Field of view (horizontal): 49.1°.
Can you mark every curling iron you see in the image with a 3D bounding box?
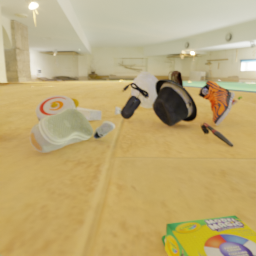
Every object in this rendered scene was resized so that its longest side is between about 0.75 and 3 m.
[{"bbox_3d":[2.644,0.209,8.355,0.195,0.378,1.524,-27,26,-9],"label":"curling iron"}]

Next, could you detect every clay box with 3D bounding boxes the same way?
[{"bbox_3d":[1.012,1.369,2.830,0.930,0.385,1.619,-2,13,-14],"label":"clay box"}]

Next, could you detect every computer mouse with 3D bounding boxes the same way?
[{"bbox_3d":[0.046,-1.107,11.280,1.016,1.447,0.333,42,10,1],"label":"computer mouse"}]

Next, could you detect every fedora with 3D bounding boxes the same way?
[{"bbox_3d":[1.502,-0.745,10.130,0.931,2.039,2.039,-46,32,-19],"label":"fedora"}]

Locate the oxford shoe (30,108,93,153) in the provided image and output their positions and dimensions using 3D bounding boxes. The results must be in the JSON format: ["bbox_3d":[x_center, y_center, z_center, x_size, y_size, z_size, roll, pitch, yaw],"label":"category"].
[{"bbox_3d":[-1.790,0.070,7.812,0.805,1.048,2.787,-35,-3,17],"label":"oxford shoe"}]

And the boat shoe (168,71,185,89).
[{"bbox_3d":[1.859,-1.414,10.494,0.537,1.454,0.538,-24,20,-29],"label":"boat shoe"}]

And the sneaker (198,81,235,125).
[{"bbox_3d":[3.319,-1.025,10.987,1.302,0.902,2.324,33,38,4],"label":"sneaker"}]

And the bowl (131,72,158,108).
[{"bbox_3d":[0.793,-1.828,14.702,0.920,2.046,2.046,-28,25,-29],"label":"bowl"}]

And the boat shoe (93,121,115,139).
[{"bbox_3d":[-0.728,0.109,8.186,0.359,0.367,1.030,34,-30,-16],"label":"boat shoe"}]

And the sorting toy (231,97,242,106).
[{"bbox_3d":[4.372,-1.076,11.672,0.793,0.117,0.586,-38,5,15],"label":"sorting toy"}]

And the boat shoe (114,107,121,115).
[{"bbox_3d":[-0.468,-0.803,13.287,0.318,0.323,0.911,9,11,-3],"label":"boat shoe"}]

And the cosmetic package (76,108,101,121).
[{"bbox_3d":[-1.958,-0.605,11.951,1.655,0.419,0.683,11,8,40],"label":"cosmetic package"}]

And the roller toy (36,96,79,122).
[{"bbox_3d":[-2.241,-0.415,8.916,1.331,0.930,1.214,-4,44,0],"label":"roller toy"}]
